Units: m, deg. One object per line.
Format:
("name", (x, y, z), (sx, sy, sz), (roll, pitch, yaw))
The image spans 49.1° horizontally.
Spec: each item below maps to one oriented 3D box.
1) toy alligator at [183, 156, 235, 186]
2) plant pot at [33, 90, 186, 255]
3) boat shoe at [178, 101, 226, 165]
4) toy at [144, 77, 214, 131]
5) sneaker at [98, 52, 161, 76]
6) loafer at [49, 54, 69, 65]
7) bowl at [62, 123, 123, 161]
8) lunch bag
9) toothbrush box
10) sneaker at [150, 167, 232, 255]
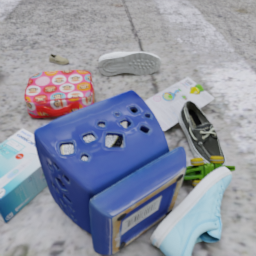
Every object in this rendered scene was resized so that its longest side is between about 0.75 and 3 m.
("toy alligator", (1.975, 1.299, 8.325), (2.414, 0.800, 0.580), (-3, 0, -9))
("plant pot", (-0.312, 1.208, 6.997), (2.876, 2.876, 2.586), (-26, 54, -26))
("boat shoe", (2.430, 0.223, 9.255), (0.914, 0.823, 2.585), (-16, 57, -16))
("toy", (1.855, -0.864, 10.806), (2.585, 0.610, 1.489), (-33, 61, -18))
("sneaker", (0.080, -3.181, 13.194), (2.958, 1.130, 1.191), (0, 33, -1))
("loafer", (-3.464, -3.410, 13.910), (1.104, 0.377, 0.418), (11, 43, 12))
("bowl", (-0.902, 0.471, 8.771), (2.106, 0.988, 2.106), (-20, 44, 20))
("lunch bag", (-2.638, -1.275, 10.980), (2.643, 1.083, 2.328), (-4, 42, -5))
("toothbrush box", (-3.308, 1.283, 8.203), (1.692, 0.986, 2.311), (25, 46, 25))
("sneaker", (1.961, 2.259, 7.179), (2.998, 1.108, 1.228), (-38, 63, -25))
